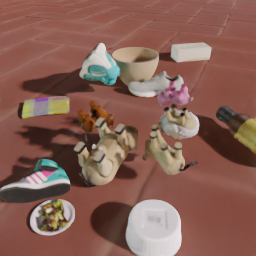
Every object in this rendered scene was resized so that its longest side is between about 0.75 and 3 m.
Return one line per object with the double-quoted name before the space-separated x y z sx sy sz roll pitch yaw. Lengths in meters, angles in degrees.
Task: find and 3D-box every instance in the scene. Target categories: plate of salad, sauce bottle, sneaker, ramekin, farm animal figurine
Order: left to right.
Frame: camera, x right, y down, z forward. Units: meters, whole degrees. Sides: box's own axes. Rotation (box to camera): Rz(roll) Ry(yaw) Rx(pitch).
"sneaker" -1.998 1.076 6.030 1.389 0.581 0.838 -4 38 -20
"plate of salad" -1.475 1.697 5.472 0.854 0.205 0.854 1 34 0
"sneaker" -0.934 -1.920 9.640 1.138 1.169 2.936 -47 9 -2
"farm animal figurine" 0.277 0.254 6.449 2.713 1.364 2.191 -10 47 6
"ramekin" 0.471 1.791 5.069 1.024 0.499 1.024 0 34 0
"sneaker" 0.968 -1.564 9.697 1.932 0.889 0.732 5 34 8
"sauce bottle" 3.220 0.110 7.359 0.740 0.740 2.287 -12 35 -18

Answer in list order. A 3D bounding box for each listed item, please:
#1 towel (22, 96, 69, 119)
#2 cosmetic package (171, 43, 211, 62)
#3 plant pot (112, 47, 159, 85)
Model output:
"towel" -2.620 -0.678 9.038 1.475 0.168 1.059 -8 35 -10
"cosmetic package" 2.859 -3.463 12.794 1.588 0.581 0.822 -8 35 -10
"plant pot" 0.275 -2.191 10.416 1.672 1.122 1.672 -1 35 0
